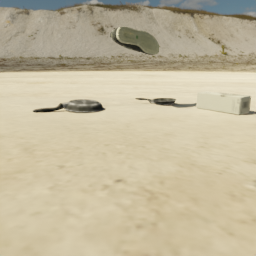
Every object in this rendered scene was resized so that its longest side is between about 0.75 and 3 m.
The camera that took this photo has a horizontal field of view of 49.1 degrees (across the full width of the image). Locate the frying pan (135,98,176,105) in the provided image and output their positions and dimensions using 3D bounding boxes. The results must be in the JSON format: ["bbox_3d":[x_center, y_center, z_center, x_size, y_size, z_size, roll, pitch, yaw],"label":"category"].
[{"bbox_3d":[1.358,-1.259,13.282,1.865,0.304,1.128,-4,14,-10],"label":"frying pan"}]

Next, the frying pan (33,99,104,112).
[{"bbox_3d":[-2.431,-0.963,11.983,2.801,0.456,1.695,3,14,-1],"label":"frying pan"}]

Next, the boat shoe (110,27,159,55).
[{"bbox_3d":[0.346,-3.716,12.026,2.365,0.849,0.800,9,-1,-35],"label":"boat shoe"}]

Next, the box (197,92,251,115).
[{"bbox_3d":[3.938,-1.075,11.695,0.845,0.703,2.057,-12,18,-39],"label":"box"}]
